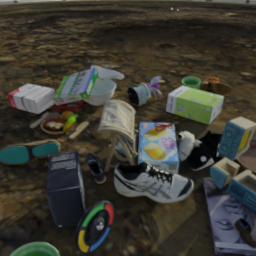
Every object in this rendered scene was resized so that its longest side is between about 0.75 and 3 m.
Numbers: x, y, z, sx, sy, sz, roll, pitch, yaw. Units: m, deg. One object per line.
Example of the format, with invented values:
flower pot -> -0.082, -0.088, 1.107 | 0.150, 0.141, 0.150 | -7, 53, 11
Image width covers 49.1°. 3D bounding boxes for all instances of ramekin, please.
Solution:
ramekin -> -2.327, 3.632, 6.887 | 1.412, 0.689, 1.412 | 0, 33, 0
ramekin -> 3.670, -2.515, 16.386 | 1.068, 0.522, 1.068 | -3, 40, 3

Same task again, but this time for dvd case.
dvd case -> 3.606, 2.689, 8.758 | 2.163, 0.232, 2.909 | 3, 34, 5

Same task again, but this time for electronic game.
electronic game -> -0.880, 2.686, 7.616 | 0.307, 1.475, 1.475 | 17, 36, 33

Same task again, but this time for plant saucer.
plant saucer -> 5.263, 1.249, 10.798 | 2.364, 0.407, 2.364 | 0, 34, 0

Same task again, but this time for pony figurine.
pony figurine -> 1.347, -2.180, 15.604 | 1.273, 1.098, 1.319 | -19, 58, -11

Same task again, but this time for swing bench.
swing bench -> -0.299, 0.255, 10.612 | 1.321, 2.036, 2.025 | -2, 35, 4

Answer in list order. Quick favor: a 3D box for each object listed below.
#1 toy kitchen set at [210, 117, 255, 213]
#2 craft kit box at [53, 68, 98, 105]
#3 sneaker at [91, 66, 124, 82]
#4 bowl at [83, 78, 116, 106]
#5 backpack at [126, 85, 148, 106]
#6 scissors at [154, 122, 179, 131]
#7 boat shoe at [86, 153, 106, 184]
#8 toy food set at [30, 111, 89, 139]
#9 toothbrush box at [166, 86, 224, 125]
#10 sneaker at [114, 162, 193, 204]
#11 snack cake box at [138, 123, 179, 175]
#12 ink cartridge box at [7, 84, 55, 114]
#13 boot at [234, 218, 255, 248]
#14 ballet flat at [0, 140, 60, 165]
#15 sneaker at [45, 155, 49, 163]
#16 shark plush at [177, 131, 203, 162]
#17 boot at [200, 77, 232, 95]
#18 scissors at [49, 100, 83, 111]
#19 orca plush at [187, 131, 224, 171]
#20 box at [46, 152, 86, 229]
toy kitchen set -> 3.837, 1.459, 8.151 | 1.756, 2.388, 2.981 | -23, 43, -37
craft kit box -> -2.639, -2.114, 14.255 | 1.963, 0.482, 1.988 | -7, 44, 21
sneaker -> -1.191, -2.784, 15.295 | 1.864, 0.789, 0.679 | 14, -5, 3
bowl -> -1.676, -1.845, 15.047 | 2.118, 0.952, 2.118 | -1, 34, 1
backpack -> 0.536, -1.693, 14.641 | 0.867, 1.022, 1.152 | -18, 23, -14
scissors -> 1.629, -0.063, 11.573 | 1.234, 0.086, 0.452 | -3, 39, -20
boat shoe -> -1.236, 1.369, 10.416 | 0.560, 0.484, 1.543 | -23, 43, -10
toy food set -> -3.269, -0.304, 13.110 | 2.470, 0.496, 1.705 | 13, 35, 19
toothbrush box -> 3.311, -1.187, 13.933 | 2.293, 0.987, 1.669 | 21, 34, 27
sneaker -> 0.779, 1.700, 9.098 | 2.630, 1.153, 0.995 | 0, 37, 10
snack cake box -> 1.153, 0.812, 11.067 | 1.462, 0.854, 2.542 | 1, 33, 4
ink cartridge box -> -4.957, -1.529, 14.563 | 1.994, 0.827, 1.464 | 14, 36, 29
boot -> 3.286, 2.905, 7.780 | 0.306, 0.397, 0.820 | -21, 49, -17
ballet flat -> -3.894, 0.949, 11.142 | 2.352, 0.829, 0.768 | -6, 7, -15
sneaker -> -2.632, 1.253, 10.815 | 1.131, 0.400, 0.552 | 14, 36, 16
shark plush -> 2.153, 0.583, 11.322 | 0.990, 0.907, 2.178 | 18, 17, -10
boot -> 5.242, -2.533, 16.521 | 1.815, 0.696, 1.409 | 8, 29, 24
scissors -> -3.835, -1.158, 14.756 | 2.858, 0.199, 1.045 | -2, 33, 5
orca plush -> 3.404, 0.607, 11.223 | 2.883, 1.025, 1.517 | -19, 38, -27
box -> -1.884, 1.897, 8.664 | 0.967, 1.619, 1.646 | -8, 34, -7
